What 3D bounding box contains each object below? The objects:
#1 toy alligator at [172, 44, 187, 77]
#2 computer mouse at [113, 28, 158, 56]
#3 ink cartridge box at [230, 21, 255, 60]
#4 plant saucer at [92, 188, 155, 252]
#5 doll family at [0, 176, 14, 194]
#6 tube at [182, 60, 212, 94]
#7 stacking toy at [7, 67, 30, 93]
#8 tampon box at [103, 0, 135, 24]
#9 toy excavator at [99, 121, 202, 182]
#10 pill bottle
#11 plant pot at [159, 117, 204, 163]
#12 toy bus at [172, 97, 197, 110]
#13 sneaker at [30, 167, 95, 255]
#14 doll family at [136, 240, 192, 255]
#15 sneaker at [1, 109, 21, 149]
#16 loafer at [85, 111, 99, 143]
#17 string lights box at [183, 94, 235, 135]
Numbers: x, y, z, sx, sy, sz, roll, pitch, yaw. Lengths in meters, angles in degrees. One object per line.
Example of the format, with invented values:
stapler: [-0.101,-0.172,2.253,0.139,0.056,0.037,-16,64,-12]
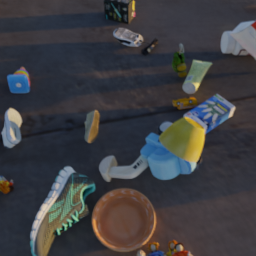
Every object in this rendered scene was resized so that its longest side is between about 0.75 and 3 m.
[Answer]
toy alligator: [1.959,-2.632,11.023,0.513,2.134,0.707,-15,69,10]
computer mouse: [0.274,-4.044,13.041,2.062,0.452,1.131,25,61,12]
ink cartridge box: [5.185,-2.940,10.444,2.413,0.847,2.969,41,22,-7]
plant saucer: [-0.126,2.597,7.942,1.783,0.334,1.783,0,53,-1]
doll family: [-3.993,1.911,8.330,0.758,0.550,1.221,33,59,23]
tube: [2.767,-2.160,11.317,0.609,0.545,2.101,42,49,-11]
stacking toy: [-4.360,-2.077,11.421,0.778,0.823,1.417,-3,38,-9]
tampon box: [-0.427,-6.037,14.190,1.349,1.011,0.852,18,54,14]
toy excavator: [0.676,0.987,8.575,2.442,1.255,2.512,25,56,38]
pill bottle: [5.204,-3.780,12.387,1.942,1.109,1.109,0,52,-1]
plant pot: [1.493,0.211,7.250,1.161,0.824,1.161,25,19,-9]
toy bus: [2.145,-0.928,10.620,0.904,0.354,0.294,-10,34,-8]
sneaker: [-1.728,2.324,7.751,1.206,1.026,2.644,15,56,8]
doll family: [0.892,3.428,7.194,1.592,0.717,0.988,-16,59,10]
sneaker: [-4.141,0.000,9.765,0.601,0.620,1.698,-38,42,16]
loafer: [-1.277,-0.027,9.564,0.399,0.442,1.167,-3,64,31]
string lights box: [2.914,-0.451,10.157,1.727,0.509,0.887,-31,56,-21]
